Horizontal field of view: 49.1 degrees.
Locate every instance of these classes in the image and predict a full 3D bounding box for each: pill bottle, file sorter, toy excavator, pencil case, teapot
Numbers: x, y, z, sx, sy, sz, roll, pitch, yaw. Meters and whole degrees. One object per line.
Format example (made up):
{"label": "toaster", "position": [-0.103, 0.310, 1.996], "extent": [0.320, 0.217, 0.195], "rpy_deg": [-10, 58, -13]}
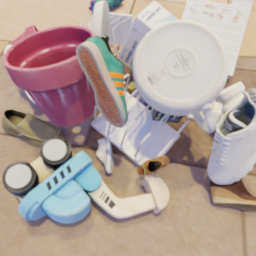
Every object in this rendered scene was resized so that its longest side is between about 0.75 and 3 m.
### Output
{"label": "pill bottle", "position": [0.499, -0.701, 8.646], "extent": [0.609, 0.609, 1.088], "rpy_deg": [-38, 72, -25]}
{"label": "file sorter", "position": [0.286, -0.165, 7.427], "extent": [2.123, 1.322, 1.473], "rpy_deg": [39, 67, 10]}
{"label": "toy excavator", "position": [-0.924, 1.543, 6.642], "extent": [2.859, 1.469, 2.941], "rpy_deg": [-39, 74, -24]}
{"label": "pencil case", "position": [-0.924, -5.620, 12.440], "extent": [0.772, 0.711, 1.671], "rpy_deg": [27, 57, 36]}
{"label": "file sorter", "position": [2.567, -0.722, 8.576], "extent": [1.314, 0.818, 0.912], "rpy_deg": [15, 53, 11]}
{"label": "pill bottle", "position": [3.072, -0.374, 7.498], "extent": [0.913, 0.913, 1.578], "rpy_deg": [-33, 93, -23]}
{"label": "file sorter", "position": [-0.692, -3.325, 10.045], "extent": [1.705, 1.183, 1.062], "rpy_deg": [23, 53, 35]}
{"label": "teapot", "position": [1.169, -1.196, 6.428], "extent": [2.175, 1.609, 2.203], "rpy_deg": [14, 85, 8]}

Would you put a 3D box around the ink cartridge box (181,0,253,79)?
{"label": "ink cartridge box", "position": [2.817, -3.230, 9.600], "extent": [2.178, 0.764, 2.679], "rpy_deg": [15, 91, 7]}

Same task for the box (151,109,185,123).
{"label": "box", "position": [1.194, -0.516, 7.629], "extent": [0.825, 1.037, 0.239], "rpy_deg": [5, 60, -15]}

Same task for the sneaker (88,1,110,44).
{"label": "sneaker", "position": [-1.263, -2.664, 8.490], "extent": [1.311, 2.269, 0.836], "rpy_deg": [13, 27, 13]}

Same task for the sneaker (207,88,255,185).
{"label": "sneaker", "position": [2.316, 0.251, 6.151], "extent": [1.120, 2.781, 1.063], "rpy_deg": [-2, 43, -24]}

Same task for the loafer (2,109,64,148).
{"label": "loafer", "position": [-2.832, 0.000, 8.098], "extent": [2.022, 0.682, 0.769], "rpy_deg": [14, 53, 11]}

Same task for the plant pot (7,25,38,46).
{"label": "plant pot", "position": [-3.549, -2.788, 9.989], "extent": [1.188, 1.328, 1.328], "rpy_deg": [-27, 56, -1]}

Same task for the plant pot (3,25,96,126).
{"label": "plant pot", "position": [-1.651, -1.184, 6.974], "extent": [2.153, 1.927, 2.153], "rpy_deg": [-6, 42, 6]}

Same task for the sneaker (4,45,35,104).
{"label": "sneaker", "position": [-2.976, -1.730, 8.645], "extent": [0.823, 0.781, 2.045], "rpy_deg": [-32, 97, 15]}

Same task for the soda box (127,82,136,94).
{"label": "soda box", "position": [0.443, -1.134, 9.201], "extent": [0.985, 0.334, 0.315], "rpy_deg": [26, 57, 18]}

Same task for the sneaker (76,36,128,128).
{"label": "sneaker", "position": [-0.329, -0.945, 5.830], "extent": [0.705, 1.975, 0.789], "rpy_deg": [9, 41, 40]}

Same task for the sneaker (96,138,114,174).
{"label": "sneaker", "position": [-0.648, 0.774, 7.718], "extent": [0.422, 0.436, 1.193], "rpy_deg": [-11, 44, 3]}

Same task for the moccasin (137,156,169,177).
{"label": "moccasin", "position": [0.530, 0.925, 6.520], "extent": [0.371, 0.960, 0.351], "rpy_deg": [-20, 87, -44]}

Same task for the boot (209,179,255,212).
{"label": "boot", "position": [2.802, 1.438, 7.084], "extent": [1.424, 0.515, 1.184], "rpy_deg": [6, 54, 9]}

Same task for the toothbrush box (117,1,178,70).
{"label": "toothbrush box", "position": [1.140, -2.186, 8.507], "extent": [2.519, 1.844, 1.074], "rpy_deg": [37, 59, 0]}
